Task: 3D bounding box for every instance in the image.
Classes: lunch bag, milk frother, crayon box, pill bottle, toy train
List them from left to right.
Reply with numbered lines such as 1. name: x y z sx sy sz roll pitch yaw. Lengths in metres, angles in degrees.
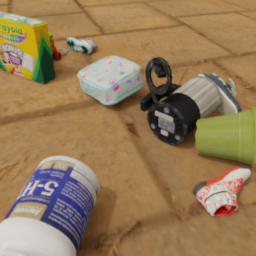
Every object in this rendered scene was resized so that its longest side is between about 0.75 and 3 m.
1. crayon box: -4.491 -3.354 11.699 2.799 2.415 0.816 20 42 24
2. pill bottle: -1.632 1.939 5.562 1.537 1.537 2.569 7 38 9
3. toy train: -3.703 -3.973 13.421 0.954 1.304 2.254 19 42 22
4. lunch bag: -0.736 -1.826 10.634 1.927 0.926 2.403 -36 39 -18
5. milk frother: 1.654 -1.143 8.688 2.165 2.399 2.256 39 51 19

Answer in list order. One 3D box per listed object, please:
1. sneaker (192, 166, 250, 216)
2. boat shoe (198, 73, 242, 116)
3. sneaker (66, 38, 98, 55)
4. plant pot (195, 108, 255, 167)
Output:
1. sneaker: 2.508 1.577 6.851 1.661 0.555 0.890 -17 42 -15
2. boat shoe: 3.420 -1.270 10.215 0.854 1.035 2.763 -17 30 -4
3. sneaker: -2.308 -4.352 14.548 1.635 0.636 1.144 31 45 21
4. plant pot: 2.739 0.256 7.937 1.551 1.634 1.634 0 36 19
